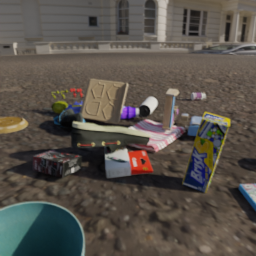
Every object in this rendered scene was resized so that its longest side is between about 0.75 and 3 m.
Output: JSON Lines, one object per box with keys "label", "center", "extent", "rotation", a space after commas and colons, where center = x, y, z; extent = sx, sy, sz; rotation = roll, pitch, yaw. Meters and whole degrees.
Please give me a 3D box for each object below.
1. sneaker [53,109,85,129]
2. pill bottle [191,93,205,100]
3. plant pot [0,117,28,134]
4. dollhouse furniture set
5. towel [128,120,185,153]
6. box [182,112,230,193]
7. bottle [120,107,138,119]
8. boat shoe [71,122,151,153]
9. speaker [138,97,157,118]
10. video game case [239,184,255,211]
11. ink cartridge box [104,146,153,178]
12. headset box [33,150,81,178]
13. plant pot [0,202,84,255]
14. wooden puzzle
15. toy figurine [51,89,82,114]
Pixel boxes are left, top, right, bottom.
{"label": "sneaker", "center": [-2.632, -0.211, 12.758], "extent": [0.997, 0.891, 2.433], "rotation": [-24, 22, -25]}
{"label": "pill bottle", "center": [4.484, -2.002, 17.887], "extent": [0.836, 0.469, 0.469], "rotation": [-3, 21, -7]}
{"label": "plant pot", "center": [-5.785, -0.189, 13.312], "extent": [1.904, 0.262, 1.904], "rotation": [1, 20, 0]}
{"label": "dollhouse furniture set", "center": [2.908, -0.773, 12.356], "extent": [2.424, 1.582, 2.289], "rotation": [9, 21, 13]}
{"label": "towel", "center": [0.974, 0.210, 11.994], "extent": [2.084, 0.426, 2.848], "rotation": [15, 25, 32]}
{"label": "box", "center": [2.211, 0.720, 8.016], "extent": [0.760, 2.169, 0.697], "rotation": [18, 24, 17]}
{"label": "bottle", "center": [-0.437, -0.779, 14.327], "extent": [1.938, 0.633, 0.810], "rotation": [1, 16, 3]}
{"label": "boat shoe", "center": [-0.573, 0.380, 9.852], "extent": [2.893, 0.907, 1.058], "rotation": [5, 5, -21]}
{"label": "speaker", "center": [1.086, -1.146, 15.228], "extent": [0.709, 0.709, 1.746], "rotation": [6, 22, 16]}
{"label": "video game case", "center": [4.406, 1.977, 7.559], "extent": [2.223, 0.198, 1.591], "rotation": [-1, 20, -3]}
{"label": "ink cartridge box", "center": [-0.034, 1.073, 9.634], "extent": [1.523, 0.382, 1.755], "rotation": [-6, 21, -4]}
{"label": "headset box", "center": [-2.361, 1.138, 9.143], "extent": [1.347, 0.505, 1.001], "rotation": [9, 11, 24]}
{"label": "plant pot", "center": [-1.676, 2.403, 4.621], "extent": [1.961, 1.321, 1.961], "rotation": [1, 29, -1]}
{"label": "wooden puzzle", "center": [-1.187, -1.299, 13.806], "extent": [2.232, 2.068, 0.517], "rotation": [8, -13, 19]}
{"label": "toy figurine", "center": [-2.832, -1.178, 14.611], "extent": [2.539, 1.339, 1.521], "rotation": [-3, 26, -6]}
